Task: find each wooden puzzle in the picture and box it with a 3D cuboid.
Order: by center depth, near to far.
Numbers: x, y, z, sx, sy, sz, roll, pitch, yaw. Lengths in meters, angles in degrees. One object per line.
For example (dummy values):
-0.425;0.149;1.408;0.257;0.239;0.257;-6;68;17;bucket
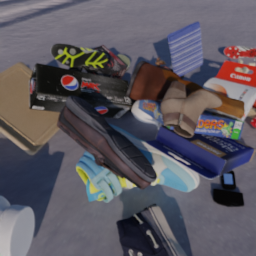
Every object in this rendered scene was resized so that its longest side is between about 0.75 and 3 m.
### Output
-3.239;-0.686;8.811;2.566;0.517;2.774;40;40;-4;wooden puzzle

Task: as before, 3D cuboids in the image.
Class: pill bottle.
-3.180;1.934;5.396;2.441;1.369;1.369;4;37;6;pill bottle

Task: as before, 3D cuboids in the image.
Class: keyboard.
0.919;-1.426;10.406;2.875;0.369;1.726;-35;45;-28;keyboard

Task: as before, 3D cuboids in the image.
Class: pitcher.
0.775;-0.515;9.242;1.128;0.684;0.968;30;44;21;pitcher

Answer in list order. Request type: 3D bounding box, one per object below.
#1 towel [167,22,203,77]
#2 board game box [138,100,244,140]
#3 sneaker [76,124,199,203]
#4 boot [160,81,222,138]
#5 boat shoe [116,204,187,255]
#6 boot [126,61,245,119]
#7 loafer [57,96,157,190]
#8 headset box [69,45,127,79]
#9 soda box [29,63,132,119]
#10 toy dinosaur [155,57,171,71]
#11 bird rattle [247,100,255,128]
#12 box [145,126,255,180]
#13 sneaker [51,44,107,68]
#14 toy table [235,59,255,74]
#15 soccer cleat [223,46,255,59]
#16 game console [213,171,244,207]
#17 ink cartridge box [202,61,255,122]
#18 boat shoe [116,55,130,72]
1.664;-2.223;8.093;1.044;1.442;0.172;-28;45;-7;towel
1.515;-0.362;7.633;1.839;0.468;2.716;8;12;-16;board game box
0.081;1.235;6.675;2.900;1.153;1.893;23;55;16;sneaker
1.350;-0.321;5.960;1.496;0.525;1.094;17;66;-16;boot
0.492;2.495;5.232;1.034;0.833;2.230;-17;32;-11;boat shoe
1.480;-0.722;6.976;2.705;0.926;2.547;26;15;17;boot
-0.545;0.408;6.136;2.705;0.852;0.972;44;17;20;loafer
-0.993;-2.163;10.042;1.315;0.664;1.769;44;48;10;headset box
-1.415;-1.040;8.576;2.992;0.948;1.059;6;62;-30;soda box
1.267;-2.010;9.805;1.104;0.748;0.474;31;26;29;toy dinosaur
4.286;-0.504;8.910;2.039;1.149;1.663;-30;40;-31;bird rattle
1.947;0.456;7.104;1.783;0.477;2.943;30;21;33;box
-1.551;-2.207;8.728;1.739;0.656;0.665;8;16;-27;sneaker
4.790;-2.408;11.752;0.978;0.623;1.064;-9;37;-11;toy table
5.392;-3.671;13.522;1.693;0.581;0.721;0;26;-3;soccer cleat
2.472;1.480;7.007;0.697;0.142;1.182;7;37;9;game console
3.334;-1.319;8.982;1.641;0.507;2.023;25;82;38;ink cartridge box
-0.945;-1.897;10.942;0.930;0.786;2.609;46;61;7;boat shoe
